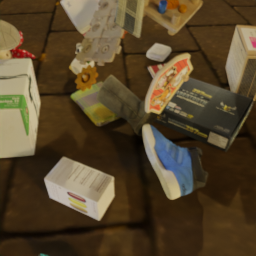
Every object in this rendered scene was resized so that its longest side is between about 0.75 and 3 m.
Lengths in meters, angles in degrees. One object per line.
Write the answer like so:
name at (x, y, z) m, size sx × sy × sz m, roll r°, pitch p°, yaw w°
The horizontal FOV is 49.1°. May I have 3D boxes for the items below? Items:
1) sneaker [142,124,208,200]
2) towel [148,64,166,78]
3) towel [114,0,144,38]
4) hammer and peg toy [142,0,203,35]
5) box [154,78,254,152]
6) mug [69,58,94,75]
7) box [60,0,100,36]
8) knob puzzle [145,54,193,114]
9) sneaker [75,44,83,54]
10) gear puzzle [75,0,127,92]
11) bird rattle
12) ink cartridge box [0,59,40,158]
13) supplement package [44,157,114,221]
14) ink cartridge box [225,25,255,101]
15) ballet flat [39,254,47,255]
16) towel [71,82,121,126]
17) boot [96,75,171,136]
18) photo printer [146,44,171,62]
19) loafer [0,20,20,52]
sneaker at (1.307, 0.730, 7.792) m, size 1.314 × 0.907 × 2.363 m, roll -17°, pitch 50°, yaw -9°
towel at (1.491, -2.348, 11.598) m, size 1.173 × 0.133 × 0.845 m, roll -12°, pitch 47°, yaw -10°
towel at (0.024, -2.626, 6.325) m, size 0.159 × 0.921 × 0.887 m, roll 6°, pitch -3°, yaw 41°
hammer and peg toy at (1.046, -4.247, 9.282) m, size 2.386 × 0.841 × 1.755 m, roll 36°, pitch 69°, yaw 9°
box at (2.415, -0.629, 9.367) m, size 2.808 × 0.716 × 2.214 m, roll 26°, pitch 48°, yaw 25°
mug at (-1.962, -2.543, 11.512) m, size 0.768 × 0.959 × 0.787 m, roll 41°, pitch 60°, yaw -5°
box at (-1.177, -3.856, 9.602) m, size 1.318 × 2.061 × 1.123 m, roll -31°, pitch 90°, yaw 8°
knob puzzle at (0.965, -0.980, 6.503) m, size 0.253 × 1.825 × 1.825 m, roll 40°, pitch 56°, yaw 20°
sneaker at (-1.330, -2.717, 9.218) m, size 0.569 × 0.990 × 0.372 m, roll -34°, pitch 95°, yaw -47°
gear puzzle at (-0.626, -2.264, 7.540) m, size 1.506 × 0.381 × 2.907 m, roll 12°, pitch 78°, yaw 37°
bird rattle at (-5.406, -2.813, 11.178) m, size 2.442 × 1.687 × 2.995 m, roll -10°, pitch 39°, yaw 13°
ink cartridge box at (-3.452, -0.675, 8.566) m, size 1.077 × 1.902 × 2.594 m, roll -4°, pitch 45°, yaw -9°
supplement package at (-1.190, 1.508, 7.047) m, size 1.501 × 0.854 × 0.822 m, roll 18°, pitch 46°, yaw 19°
ink cartridge box at (4.351, -2.413, 10.389) m, size 0.859 × 1.884 × 2.287 m, roll 5°, pitch 45°, yaw 5°
ballet flat at (-1.428, 2.942, 5.972) m, size 1.056 × 0.358 × 0.398 m, roll 4°, pitch 64°, yaw 2°
towel at (-0.981, -0.880, 9.996) m, size 1.496 × 0.237 × 2.083 m, roll -27°, pitch 49°, yaw -25°
boot at (0.133, -1.024, 9.039) m, size 2.103 × 1.912 × 0.763 m, roll 48°, pitch 16°, yaw 27°
photo printer at (1.343, -3.327, 12.445) m, size 0.835 × 0.348 × 1.004 m, roll 22°, pitch 48°, yaw 20°
loafer at (-4.662, -2.623, 8.245) m, size 0.919 × 1.051 × 2.924 m, roll -5°, pitch 15°, yaw 36°
